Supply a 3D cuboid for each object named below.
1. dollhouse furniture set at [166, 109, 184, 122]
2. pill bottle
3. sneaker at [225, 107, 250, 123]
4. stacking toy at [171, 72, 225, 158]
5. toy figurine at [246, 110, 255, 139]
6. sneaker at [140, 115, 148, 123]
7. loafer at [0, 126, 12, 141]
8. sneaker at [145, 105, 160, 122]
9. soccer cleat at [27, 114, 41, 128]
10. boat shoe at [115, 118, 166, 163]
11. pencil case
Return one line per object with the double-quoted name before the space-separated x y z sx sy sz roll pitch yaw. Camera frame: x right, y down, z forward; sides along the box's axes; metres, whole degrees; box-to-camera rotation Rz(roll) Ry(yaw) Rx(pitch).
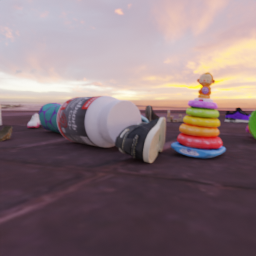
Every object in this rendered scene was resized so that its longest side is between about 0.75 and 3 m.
"dollhouse furniture set" 3.094 -0.707 15.245 1.801 0.797 0.934 3 6 39
"pill bottle" -0.706 -0.160 6.492 1.162 1.162 2.005 -4 6 -41
"sneaker" 6.031 -0.698 14.934 1.652 0.822 0.574 1 4 19
"stacking toy" 1.393 -0.258 5.255 0.903 1.556 0.854 11 10 34
"toy figurine" 4.060 -0.178 7.841 2.255 1.693 2.075 -24 -9 -2
"sneaker" -0.134 -0.254 10.218 2.034 0.752 0.834 -5 6 -33
"loafer" -3.380 0.201 7.685 0.320 0.284 0.841 2 20 0
"sneaker" 1.011 -0.537 11.431 0.536 1.009 0.377 -22 37 -23
"soccer cleat" -3.899 -0.292 11.644 0.463 0.573 1.326 -1 5 -7
"boat shoe" 0.348 0.151 5.423 0.685 0.727 2.025 6 8 17
"pencil case" -2.101 -0.369 9.178 1.004 1.091 2.360 31 -16 -34
